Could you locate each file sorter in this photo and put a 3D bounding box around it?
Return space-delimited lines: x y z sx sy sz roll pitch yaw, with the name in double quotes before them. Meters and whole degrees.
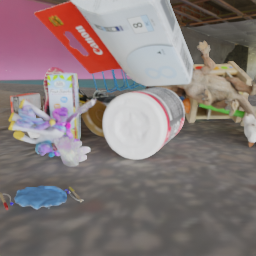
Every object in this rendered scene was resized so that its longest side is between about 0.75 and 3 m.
"file sorter" -0.225 -2.621 13.156 2.571 1.577 1.784 -4 16 34

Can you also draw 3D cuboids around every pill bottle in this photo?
"pill bottle" 0.529 -0.237 6.370 1.326 1.326 2.396 5 14 23

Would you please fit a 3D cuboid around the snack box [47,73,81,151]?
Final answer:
"snack box" -1.452 -0.435 6.551 0.559 1.652 1.393 -1 11 -5

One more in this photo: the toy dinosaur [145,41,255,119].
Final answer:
"toy dinosaur" 2.087 -0.999 7.218 2.913 1.250 1.974 26 -3 -4

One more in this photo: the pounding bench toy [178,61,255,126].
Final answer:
"pounding bench toy" 2.737 -0.957 9.024 1.946 1.550 2.495 -2 35 -5

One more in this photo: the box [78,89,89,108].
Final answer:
"box" -2.191 -1.196 10.922 1.265 0.391 1.585 11 22 -34

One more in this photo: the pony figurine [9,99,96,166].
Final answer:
"pony figurine" -1.317 0.047 5.127 1.525 1.270 1.472 25 -28 -26

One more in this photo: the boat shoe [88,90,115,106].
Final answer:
"boat shoe" -1.292 -1.381 13.086 0.811 0.751 2.198 -7 14 -31

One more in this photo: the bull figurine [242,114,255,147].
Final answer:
"bull figurine" 3.743 0.048 5.839 2.458 0.800 1.492 20 56 41

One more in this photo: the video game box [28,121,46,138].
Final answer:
"video game box" -2.256 0.011 7.801 1.033 0.265 1.134 -3 12 -25

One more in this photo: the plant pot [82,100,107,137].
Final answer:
"plant pot" -0.747 -0.294 7.480 0.151 1.097 1.097 -32 -10 37

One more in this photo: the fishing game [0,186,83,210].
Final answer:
"fishing game" -1.174 0.945 3.760 0.998 0.155 0.714 1 10 -34

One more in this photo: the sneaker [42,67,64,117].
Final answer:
"sneaker" -2.168 -0.953 7.966 0.626 1.553 0.580 8 -1 -28

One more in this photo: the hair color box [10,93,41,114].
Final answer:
"hair color box" -4.231 -1.045 11.636 0.432 0.716 1.411 4 12 16

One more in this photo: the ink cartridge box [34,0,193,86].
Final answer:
"ink cartridge box" -0.311 -1.754 6.111 2.933 0.693 2.348 -1 -25 28
